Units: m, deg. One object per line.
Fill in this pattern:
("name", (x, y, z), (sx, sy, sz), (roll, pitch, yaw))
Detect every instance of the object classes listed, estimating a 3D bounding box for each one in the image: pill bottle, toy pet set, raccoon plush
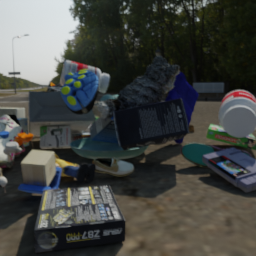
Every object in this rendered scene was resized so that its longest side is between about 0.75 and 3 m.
("pill bottle", (-1.440, -1.653, 9.346), (1.520, 0.853, 0.853), (12, 4, -17))
("pill bottle", (3.142, -0.401, 7.937), (1.083, 1.083, 1.929), (3, 17, 20))
("toy pet set", (-1.998, 0.784, 5.190), (1.411, 0.802, 1.511), (5, 25, 5))
("raccoon plush", (0.458, -1.167, 8.413), (1.407, 1.949, 2.909), (35, 27, 16))

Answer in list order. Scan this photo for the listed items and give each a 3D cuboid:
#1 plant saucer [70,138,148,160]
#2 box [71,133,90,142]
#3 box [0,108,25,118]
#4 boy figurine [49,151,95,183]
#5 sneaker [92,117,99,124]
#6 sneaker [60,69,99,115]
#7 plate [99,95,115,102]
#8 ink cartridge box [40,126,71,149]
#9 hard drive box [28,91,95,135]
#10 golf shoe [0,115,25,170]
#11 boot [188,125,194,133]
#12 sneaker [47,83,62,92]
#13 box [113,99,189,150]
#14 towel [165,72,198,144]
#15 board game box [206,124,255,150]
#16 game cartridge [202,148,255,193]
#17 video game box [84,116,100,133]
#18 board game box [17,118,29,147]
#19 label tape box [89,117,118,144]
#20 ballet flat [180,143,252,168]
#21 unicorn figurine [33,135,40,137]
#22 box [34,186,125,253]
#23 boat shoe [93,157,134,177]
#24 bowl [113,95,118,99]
("plant saucer", (-0.566, 0.609, 8.752), (2.470, 0.339, 2.470), (1, 8, 0))
("box", (-1.936, 0.380, 10.749), (1.195, 0.238, 0.818), (-4, 7, -25))
("box", (-6.542, -0.651, 15.009), (1.873, 0.889, 0.728), (4, 8, 15))
("boy figurine", (-1.378, 0.862, 6.233), (1.435, 0.462, 0.892), (11, -1, 38))
("sneaker", (-1.188, -0.183, 10.521), (0.761, 0.660, 1.717), (19, -4, -4))
("sneaker", (-1.197, -0.882, 7.568), (0.973, 1.137, 2.744), (-20, 21, -5))
("plate", (-0.625, -0.674, 9.011), (0.787, 0.787, 0.101), (-7, 10, -41))
("ink cartridge box", (-2.374, 0.314, 9.219), (0.971, 0.709, 0.408), (-2, -10, -8))
("hard drive box", (-2.484, -0.439, 10.066), (2.082, 1.026, 2.671), (-1, -10, -20))
("golf shoe", (-3.423, 0.330, 7.354), (1.011, 1.282, 2.785), (-1, 9, -11))
("boot", (2.758, 0.002, 13.231), (0.326, 0.335, 0.887), (-9, 10, -39))
("sneaker", (-2.265, -1.355, 10.475), (2.060, 0.795, 0.806), (0, -11, 21))
("box", (0.575, -0.043, 7.408), (1.765, 0.921, 1.306), (-11, -9, 1))
("towel", (1.737, -0.686, 10.000), (0.538, 2.173, 1.605), (4, -25, 43))
("board game box", (3.356, 0.248, 9.197), (1.441, 0.312, 2.141), (13, 9, 17))
("game cartridge", (2.379, 0.844, 6.044), (0.940, 0.278, 1.450), (-8, 20, -19))
("video game box", (-1.359, -0.185, 12.881), (1.181, 0.304, 1.297), (-36, 22, -25))
("board game box", (-4.508, 0.174, 9.449), (1.937, 0.998, 1.016), (1, 8, 10))
("label tape box", (-0.300, -0.119, 8.906), (1.218, 0.562, 1.700), (9, -34, -34))
("ballet flat", (2.222, 0.742, 7.181), (1.741, 0.602, 0.619), (5, -7, 12))
("unicorn figurine", (-3.593, 0.197, 11.775), (0.789, 0.424, 1.148), (-13, -3, -18))
("box", (-0.717, 1.235, 4.091), (1.128, 0.344, 1.399), (0, 8, -13))
("boat shoe", (-0.322, 0.832, 6.146), (0.917, 0.314, 0.343), (3, 47, -3))
("bowl", (0.112, -0.549, 10.600), (0.986, 1.884, 1.884), (-31, 20, -22))
